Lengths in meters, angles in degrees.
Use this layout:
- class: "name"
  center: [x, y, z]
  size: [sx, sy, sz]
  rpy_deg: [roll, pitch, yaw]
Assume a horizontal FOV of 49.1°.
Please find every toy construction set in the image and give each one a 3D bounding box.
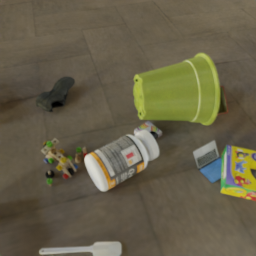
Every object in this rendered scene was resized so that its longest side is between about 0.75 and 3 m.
- class: "toy construction set"
  center: [-2.199, 0.919, 9.527]
  size: [1.579, 1.214, 1.317]
  rpy_deg: [-19, 51, -17]

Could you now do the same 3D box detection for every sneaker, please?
- class: "sneaker"
  center: [-2.939, -1.385, 12.029]
  size: [0.933, 0.781, 2.055]
  rpy_deg: [34, 63, 15]

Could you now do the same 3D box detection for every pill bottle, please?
- class: "pill bottle"
  center: [-0.182, 1.025, 9.341]
  size: [2.273, 1.323, 1.323]
  rpy_deg: [-26, 53, -21]

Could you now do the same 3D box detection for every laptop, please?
- class: "laptop"
  center: [2.945, 1.149, 9.720]
  size: [1.024, 1.093, 0.634]
  rpy_deg: [-25, 15, -21]

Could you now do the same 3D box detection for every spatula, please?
- class: "spatula"
  center: [-1.352, 3.741, 7.440]
  size: [2.334, 0.187, 1.623]
  rpy_deg: [-4, 33, 2]

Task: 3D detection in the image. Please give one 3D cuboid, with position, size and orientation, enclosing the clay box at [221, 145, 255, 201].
- class: "clay box"
  center: [4.558, 1.634, 9.196]
  size: [2.830, 0.674, 1.626]
  rpy_deg: [11, 50, 8]

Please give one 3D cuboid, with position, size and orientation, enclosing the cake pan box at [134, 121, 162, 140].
- class: "cake pan box"
  center: [0.780, 0.193, 10.855]
  size: [0.771, 0.219, 0.837]
  rpy_deg: [-32, 55, -23]

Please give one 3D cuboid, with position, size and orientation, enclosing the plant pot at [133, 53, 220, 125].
- class: "plant pot"
  center: [1.597, -1.262, 10.451]
  size: [2.587, 2.724, 2.724]
  rpy_deg: [-8, 49, -9]

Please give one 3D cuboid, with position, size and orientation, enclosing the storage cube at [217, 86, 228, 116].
- class: "storage cube"
  center: [3.207, -0.990, 10.944]
  size: [1.003, 1.173, 1.054]
  rpy_deg: [-11, 3, 8]
